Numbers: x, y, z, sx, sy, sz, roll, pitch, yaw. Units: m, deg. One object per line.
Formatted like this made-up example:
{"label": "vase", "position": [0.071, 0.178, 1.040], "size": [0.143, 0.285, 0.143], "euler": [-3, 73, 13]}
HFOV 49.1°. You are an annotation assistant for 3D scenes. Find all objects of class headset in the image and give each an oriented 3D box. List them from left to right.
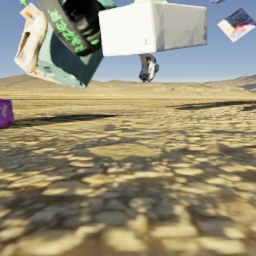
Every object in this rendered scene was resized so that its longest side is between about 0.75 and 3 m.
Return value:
{"label": "headset", "position": [-1.383, -2.667, 5.999], "size": [1.396, 2.970, 1.834], "euler": [-22, -45, 18]}

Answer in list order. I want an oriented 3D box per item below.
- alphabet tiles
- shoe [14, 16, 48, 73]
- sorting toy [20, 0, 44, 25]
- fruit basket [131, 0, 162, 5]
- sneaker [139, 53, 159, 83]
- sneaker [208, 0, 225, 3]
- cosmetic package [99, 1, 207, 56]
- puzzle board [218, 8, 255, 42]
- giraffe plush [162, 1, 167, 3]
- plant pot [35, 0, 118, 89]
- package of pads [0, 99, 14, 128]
{"label": "alphabet tiles", "position": [-3.128, -3.443, 11.626], "size": [2.443, 2.936, 0.093], "euler": [16, 11, -9]}
{"label": "shoe", "position": [-2.690, -2.461, 7.820], "size": [0.674, 1.927, 0.514], "euler": [-20, -35, 41]}
{"label": "sorting toy", "position": [-3.484, -4.079, 9.879], "size": [0.704, 0.140, 0.952], "euler": [-19, -43, 34]}
{"label": "fruit basket", "position": [0.904, -3.995, 9.575], "size": [1.509, 0.764, 1.629], "euler": [8, 22, 43]}
{"label": "sneaker", "position": [0.780, -2.527, 12.128], "size": [0.638, 1.040, 1.598], "euler": [19, -7, 23]}
{"label": "sneaker", "position": [2.074, -3.732, 7.140], "size": [0.982, 1.023, 2.608], "euler": [14, 3, -43]}
{"label": "cosmetic package", "position": [0.603, -1.909, 5.475], "size": [1.123, 0.789, 2.214], "euler": [6, 20, 36]}
{"label": "puzzle board", "position": [3.450, -3.259, 8.811], "size": [1.019, 0.768, 0.089], "euler": [-36, -9, -9]}
{"label": "giraffe plush", "position": [1.619, -3.920, 11.205], "size": [1.504, 1.743, 1.413], "euler": [-4, -2, 6]}
{"label": "plant pot", "position": [-1.896, -3.039, 9.897], "size": [2.778, 2.721, 2.778], "euler": [22, -10, 4]}
{"label": "package of pads", "position": [-4.759, -0.425, 8.275], "size": [2.288, 0.866, 1.379], "euler": [0, 10, 2]}
